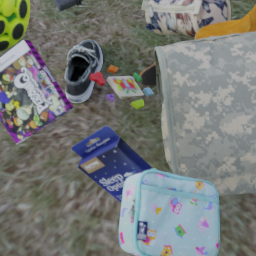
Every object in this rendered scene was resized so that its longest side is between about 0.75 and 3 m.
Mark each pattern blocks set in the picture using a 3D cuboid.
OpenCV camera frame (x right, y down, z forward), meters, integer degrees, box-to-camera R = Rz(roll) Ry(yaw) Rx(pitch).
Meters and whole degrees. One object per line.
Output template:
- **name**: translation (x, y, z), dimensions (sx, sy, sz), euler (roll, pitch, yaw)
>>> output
- **pattern blocks set**: translation (-0.067, -0.960, 6.430), dimensions (1.272, 0.117, 1.447), euler (49, 41, 9)

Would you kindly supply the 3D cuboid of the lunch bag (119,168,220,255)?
- **lunch bag**: translation (0.409, 0.826, 2.695), dimensions (1.007, 0.388, 0.808), euler (15, 71, -24)

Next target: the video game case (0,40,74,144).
- **video game case**: translation (-1.639, -0.532, 4.369), dimensions (1.121, 1.237, 0.222), euler (-29, 7, 16)

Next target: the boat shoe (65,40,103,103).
- **boat shoe**: translation (-1.487, -2.141, 9.033), dimensions (1.056, 0.977, 2.860), euler (8, 51, 6)

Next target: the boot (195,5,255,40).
- **boot**: translation (2.179, -1.875, 4.955), dimensions (2.027, 1.451, 0.713), euler (9, 83, 18)

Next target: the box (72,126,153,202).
- **box**: translation (-0.135, 0.762, 4.812), dimensions (1.675, 1.015, 0.271), euler (45, 39, -20)

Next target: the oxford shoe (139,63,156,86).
- **oxford shoe**: translation (1.032, -1.904, 9.147), dimensions (1.942, 0.693, 0.692), euler (-28, 38, -29)

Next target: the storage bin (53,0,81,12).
- **storage bin**: translation (-1.528, -3.127, 6.486), dimensions (0.534, 0.578, 0.794), euler (-32, 99, -7)

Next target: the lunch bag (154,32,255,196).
- **lunch bag**: translation (1.458, -0.256, 4.300), dimensions (1.913, 1.371, 2.332), euler (-6, 95, 5)

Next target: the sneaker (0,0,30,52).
- **sneaker**: translation (-3.005, -1.921, 5.648), dimensions (1.021, 2.756, 1.152), euler (13, 55, -49)

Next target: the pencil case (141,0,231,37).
- **pencil case**: translation (1.362, -2.809, 6.983), dimensions (1.204, 1.047, 2.691), euler (1, 20, -23)
